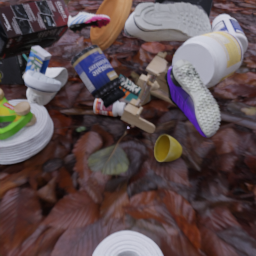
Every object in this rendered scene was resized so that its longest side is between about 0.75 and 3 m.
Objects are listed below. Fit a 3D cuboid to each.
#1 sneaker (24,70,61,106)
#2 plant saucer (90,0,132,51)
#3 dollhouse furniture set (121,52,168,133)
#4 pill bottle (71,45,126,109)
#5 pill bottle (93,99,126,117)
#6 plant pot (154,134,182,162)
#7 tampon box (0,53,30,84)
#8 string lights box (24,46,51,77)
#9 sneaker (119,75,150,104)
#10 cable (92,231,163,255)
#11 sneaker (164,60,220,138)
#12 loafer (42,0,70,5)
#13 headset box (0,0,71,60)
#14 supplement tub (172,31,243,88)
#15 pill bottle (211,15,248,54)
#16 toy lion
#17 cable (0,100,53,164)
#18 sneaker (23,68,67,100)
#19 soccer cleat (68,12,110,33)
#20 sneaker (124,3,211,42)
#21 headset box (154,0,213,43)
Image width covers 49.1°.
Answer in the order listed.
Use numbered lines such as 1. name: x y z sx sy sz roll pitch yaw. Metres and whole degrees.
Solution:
1. sneaker: -1.764 -0.747 5.726 0.668 0.648 1.829 22 4 -10
2. plant saucer: -0.793 -4.288 11.030 0.473 2.529 2.529 22 26 -32
3. dollhouse furniture set: 0.989 -1.181 8.817 1.222 1.431 2.760 28 43 6
4. pill bottle: -0.607 -1.075 6.032 0.701 1.253 0.701 -34 5 3
5. pill bottle: -0.738 -0.825 11.452 1.225 0.671 0.671 9 39 11
6. plant pot: 1.405 0.738 9.411 0.656 0.924 0.924 15 31 -26
7. tampon box: -5.815 -3.549 13.969 1.549 1.838 2.453 1 38 1
8. string lights box: -2.386 -1.629 7.370 0.460 0.895 0.264 36 33 11
9. sneaker: -0.157 -1.768 12.407 2.449 0.978 0.874 17 41 21
10. cable: -0.040 3.223 6.314 1.787 0.619 1.788 -29 46 -31
11. sneaker: 1.286 -0.565 5.906 0.581 1.671 0.831 -28 4 -24
12. loafer: -2.891 -4.690 10.841 0.734 2.151 0.814 1 65 -60
13. headset box: -3.269 -3.379 9.575 2.598 1.003 1.934 -28 7 -35
14. supplement tub: 2.150 -1.828 7.542 1.352 1.352 1.859 26 35 30
15. pill bottle: 3.208 -2.992 9.062 0.888 0.888 1.599 0 47 1
16. toy lion: -4.599 -0.233 9.327 2.269 0.779 2.175 23 55 25
17. cable: -4.106 0.066 10.078 2.746 0.951 2.747 -25 45 -29
18. sneaker: -4.148 -2.006 12.753 1.716 1.094 2.969 7 29 12
19. soccer cleat: -1.139 -3.118 8.009 1.225 0.428 0.529 -9 73 3
20. sneaker: 1.348 -3.331 9.216 2.971 1.196 1.135 1 79 -22
21. headset box: 2.121 -4.321 11.148 2.032 1.055 2.731 12 -3 10
